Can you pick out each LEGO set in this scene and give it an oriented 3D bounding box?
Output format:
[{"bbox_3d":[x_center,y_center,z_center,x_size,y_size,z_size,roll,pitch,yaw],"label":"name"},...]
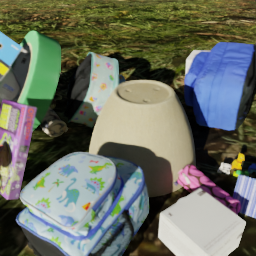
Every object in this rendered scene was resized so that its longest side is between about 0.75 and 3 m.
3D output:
[{"bbox_3d":[2.738,0.895,6.614,1.106,0.454,0.422,12,33,18],"label":"LEGO set"}]

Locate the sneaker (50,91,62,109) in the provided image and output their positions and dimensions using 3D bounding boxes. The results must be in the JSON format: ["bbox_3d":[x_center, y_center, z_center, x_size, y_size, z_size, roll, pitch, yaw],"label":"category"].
[{"bbox_3d":[-2.741,-0.808,9.272,0.597,0.557,1.580,21,43,2],"label":"sneaker"}]

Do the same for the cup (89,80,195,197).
[{"bbox_3d":[0.354,-0.001,6.673,2.687,1.922,2.687,1,32,0],"label":"cup"}]

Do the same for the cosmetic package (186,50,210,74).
[{"bbox_3d":[3.307,-2.604,11.759,1.471,0.904,1.466,9,33,23],"label":"cosmetic package"}]

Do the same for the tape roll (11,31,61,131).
[{"bbox_3d":[-2.827,-1.289,7.946,0.675,2.809,2.809,16,20,-35],"label":"tape roll"}]

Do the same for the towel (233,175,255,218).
[{"bbox_3d":[2.617,1.440,5.459,1.079,0.781,0.129,16,14,26],"label":"towel"}]

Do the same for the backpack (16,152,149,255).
[{"bbox_3d":[-0.639,1.272,4.757,1.799,1.445,1.966,12,38,36],"label":"backpack"}]

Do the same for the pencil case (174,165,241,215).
[{"bbox_3d":[1.597,1.314,5.686,0.602,0.621,1.326,-50,51,-4],"label":"pencil case"}]

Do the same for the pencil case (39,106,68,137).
[{"bbox_3d":[-2.370,-0.323,8.248,0.653,0.568,1.461,-13,43,-40],"label":"pencil case"}]

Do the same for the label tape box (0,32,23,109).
[{"bbox_3d":[-4.118,-1.338,7.853,2.019,0.886,2.800,36,87,23],"label":"label tape box"}]

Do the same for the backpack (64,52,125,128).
[{"bbox_3d":[-0.904,-1.087,8.012,1.525,1.989,1.748,11,58,-17],"label":"backpack"}]

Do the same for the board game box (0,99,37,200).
[{"bbox_3d":[-2.469,0.397,5.853,0.305,1.886,1.132,11,3,-44],"label":"board game box"}]

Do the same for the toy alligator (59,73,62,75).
[{"bbox_3d":[-3.591,-2.569,12.240,1.427,0.387,0.423,6,32,9],"label":"toy alligator"}]

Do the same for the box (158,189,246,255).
[{"bbox_3d":[1.265,1.797,4.936,1.045,0.687,1.051,-22,38,-30],"label":"box"}]

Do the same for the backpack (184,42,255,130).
[{"bbox_3d":[2.728,-1.141,8.502,2.043,1.978,2.435,6,48,22],"label":"backpack"}]
